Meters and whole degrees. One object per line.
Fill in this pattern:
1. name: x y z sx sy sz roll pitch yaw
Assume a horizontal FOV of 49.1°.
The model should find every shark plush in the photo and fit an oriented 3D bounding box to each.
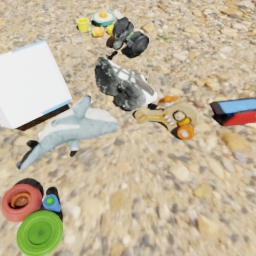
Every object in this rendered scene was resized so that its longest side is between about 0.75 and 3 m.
1. shark plush: -1.710 0.223 7.864 2.978 1.353 1.240 -33 85 -33

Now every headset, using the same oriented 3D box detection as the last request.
1. headset: -0.046 -3.411 10.767 1.556 1.184 2.519 41 11 -7

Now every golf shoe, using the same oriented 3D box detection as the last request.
1. golf shoe: -0.135 -1.549 9.647 1.328 1.093 2.811 -9 44 -36

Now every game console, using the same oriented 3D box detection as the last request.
1. game console: 3.754 -0.696 8.683 1.793 1.545 1.064 -7 73 -6

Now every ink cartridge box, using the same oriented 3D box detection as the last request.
1. ink cartridge box: -3.006 -1.118 7.873 1.725 1.717 2.351 -30 16 -25

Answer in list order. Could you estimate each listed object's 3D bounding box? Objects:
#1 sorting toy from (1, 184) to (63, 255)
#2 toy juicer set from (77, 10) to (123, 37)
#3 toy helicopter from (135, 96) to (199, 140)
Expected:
1. sorting toy: -1.998 2.013 6.189 1.104 0.754 1.837 -31 57 -22
2. toy juicer set: -0.937 -5.015 13.010 1.662 0.711 2.612 35 55 29
3. toy helicopter: 1.076 -0.423 8.292 2.001 1.323 0.789 3 42 31
